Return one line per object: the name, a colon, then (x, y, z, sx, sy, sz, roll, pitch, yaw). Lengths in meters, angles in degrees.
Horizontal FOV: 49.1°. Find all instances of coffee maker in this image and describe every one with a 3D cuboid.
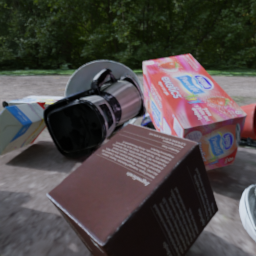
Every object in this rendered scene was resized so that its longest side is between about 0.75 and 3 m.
coffee maker: (-1.096, -0.266, 8.529, 2.640, 1.851, 2.748, -43, -3, 35)

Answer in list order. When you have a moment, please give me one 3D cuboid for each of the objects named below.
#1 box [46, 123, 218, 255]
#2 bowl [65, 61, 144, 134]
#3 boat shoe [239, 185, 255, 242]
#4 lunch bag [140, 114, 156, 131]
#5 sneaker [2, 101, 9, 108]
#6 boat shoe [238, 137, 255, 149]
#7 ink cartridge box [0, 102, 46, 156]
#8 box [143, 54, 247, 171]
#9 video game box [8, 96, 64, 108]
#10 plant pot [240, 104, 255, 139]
box: (0.118, 0.982, 3.686, 1.582, 1.313, 1.299, -41, 35, -25)
bowl: (-0.853, -0.969, 10.475, 2.836, 2.836, 1.275, -1, -16, -3)
boat shoe: (2.312, 1.365, 3.876, 0.984, 0.968, 2.729, 6, 17, 5)
lunch bag: (1.315, 0.010, 8.770, 1.838, 1.138, 1.562, 9, 18, 6)
sneaker: (-6.169, -1.182, 14.721, 1.031, 0.381, 0.409, 10, 8, 14)
boat shoe: (3.687, 0.429, 8.697, 0.950, 0.315, 0.355, 7, 20, 26)
ink cartridge box: (-3.055, -0.056, 8.272, 0.716, 1.236, 2.128, 44, 16, 2)
box: (1.434, -0.463, 7.059, 1.412, 1.531, 2.984, -11, 40, -8)
video game box: (-4.474, -1.232, 14.443, 2.370, 0.555, 2.159, 3, 13, 12)
plant pot: (3.930, -0.210, 9.612, 1.069, 1.208, 1.208, 0, 11, 41)
